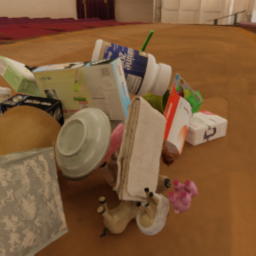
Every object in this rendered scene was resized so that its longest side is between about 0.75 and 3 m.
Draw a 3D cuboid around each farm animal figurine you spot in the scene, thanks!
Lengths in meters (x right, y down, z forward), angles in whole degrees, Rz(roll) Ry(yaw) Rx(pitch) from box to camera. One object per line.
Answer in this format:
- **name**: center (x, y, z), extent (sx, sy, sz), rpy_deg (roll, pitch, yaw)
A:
- **farm animal figurine**: center (0.416, 1.542, 6.930), extent (2.295, 1.429, 2.842), rpy_deg (-22, 30, 5)

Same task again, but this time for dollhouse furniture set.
- **dollhouse furniture set**: center (-1.283, -1.146, 7.531), extent (0.323, 0.835, 0.418), rpy_deg (3, -4, -14)

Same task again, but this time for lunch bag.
- **lunch bag**: center (-2.108, 1.332, 4.497), extent (1.201, 1.675, 2.043), rpy_deg (-8, 3, 26)

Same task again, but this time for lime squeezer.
- **lime squeezer**: center (0.353, -2.076, 9.513), extent (0.465, 2.467, 0.871), rpy_deg (7, 22, -10)

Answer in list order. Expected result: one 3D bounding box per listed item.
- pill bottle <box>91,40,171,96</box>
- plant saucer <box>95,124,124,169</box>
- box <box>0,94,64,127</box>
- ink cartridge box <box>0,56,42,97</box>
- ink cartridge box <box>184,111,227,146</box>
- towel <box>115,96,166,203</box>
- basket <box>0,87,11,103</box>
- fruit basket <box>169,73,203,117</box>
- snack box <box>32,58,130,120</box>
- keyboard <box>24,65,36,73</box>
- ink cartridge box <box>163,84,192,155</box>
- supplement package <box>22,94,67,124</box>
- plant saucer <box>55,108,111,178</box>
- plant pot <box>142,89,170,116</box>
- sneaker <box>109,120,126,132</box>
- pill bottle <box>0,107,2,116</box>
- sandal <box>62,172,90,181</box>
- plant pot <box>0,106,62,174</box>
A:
- **pill bottle**: center (0.037, -1.803, 8.900), extent (2.463, 1.367, 1.367), rpy_deg (14, 25, -10)
- **plant saucer**: center (-0.552, 0.507, 6.837), extent (0.361, 1.422, 1.422), rpy_deg (44, 33, -3)
- **box**: center (-2.922, 0.075, 8.921), extent (1.651, 2.017, 0.868), rpy_deg (8, 31, 17)
- **ink cartridge box**: center (-3.571, -1.770, 10.993), extent (1.901, 0.626, 2.612), rpy_deg (40, 16, 31)
- **ink cartridge box**: center (2.722, -0.028, 10.625), extent (1.606, 0.677, 1.163), rpy_deg (-14, 29, -26)
- **towel**: center (0.330, 0.572, 6.443), extent (0.388, 2.251, 1.492), rpy_deg (3, -15, 31)
- **basket**: center (-5.049, -0.578, 9.009), extent (1.872, 1.505, 1.855), rpy_deg (-2, 3, 14)
- **fruit basket**: center (2.017, -1.138, 10.212), extent (0.641, 1.266, 1.367), rpy_deg (-37, 72, -21)
- **snack box**: center (-1.404, -1.086, 8.421), extent (2.905, 1.688, 0.539), rpy_deg (2, 32, 28)
- **keyboard**: center (-3.110, -1.924, 9.851), extent (0.759, 0.289, 1.458), rpy_deg (38, -1, 14)
- **ink cartridge box**: center (1.556, -0.222, 8.859), extent (0.499, 1.989, 1.613), rpy_deg (14, 71, 20)
- **supplement package**: center (-3.116, -0.438, 10.105), extent (1.650, 0.964, 0.968), rpy_deg (14, -16, 1)
- **plant saucer**: center (-1.166, 0.263, 6.395), extent (1.685, 1.685, 0.423), rpy_deg (27, -2, 42)
- **plant pot**: center (1.267, -1.136, 12.524), extent (1.135, 1.179, 1.179), rpy_deg (4, 24, 34)
- **sneaker**: center (-0.755, -0.968, 10.142), extent (1.118, 2.871, 1.180), rpy_deg (-13, -13, 0)
- **pill bottle**: center (-3.875, -0.638, 7.663), extent (0.683, 1.231, 0.683), rpy_deg (8, 61, -15)
- **sandal**: center (-1.188, 0.583, 7.887), extent (0.911, 0.655, 2.296), rpy_deg (-2, 28, 10)
- **plant pot**: center (-2.989, 0.924, 6.945), extent (2.241, 2.241, 2.404), rpy_deg (6, 27, 12)
